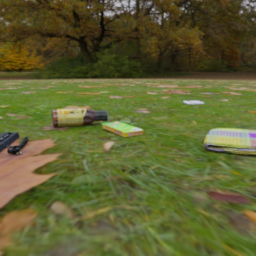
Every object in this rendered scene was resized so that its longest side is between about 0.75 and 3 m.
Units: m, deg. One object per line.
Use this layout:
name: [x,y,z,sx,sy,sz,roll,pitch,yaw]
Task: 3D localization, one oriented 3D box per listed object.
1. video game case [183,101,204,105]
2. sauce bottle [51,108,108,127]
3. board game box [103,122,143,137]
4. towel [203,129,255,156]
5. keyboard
video game case: [3.799,-1.468,16.309,0.958,0.110,0.873,-2,13,-8]
sauce bottle: [-1.746,-0.398,10.201,1.990,0.657,0.657,-5,13,-21]
board game box: [-0.238,0.026,9.222,0.707,0.222,1.480,-7,18,-34]
towel: [2.954,0.338,7.749,1.563,0.248,2.176,4,12,19]
keyboard: [-3.370,0.435,7.337,1.473,0.239,2.318,-1,13,-4]
